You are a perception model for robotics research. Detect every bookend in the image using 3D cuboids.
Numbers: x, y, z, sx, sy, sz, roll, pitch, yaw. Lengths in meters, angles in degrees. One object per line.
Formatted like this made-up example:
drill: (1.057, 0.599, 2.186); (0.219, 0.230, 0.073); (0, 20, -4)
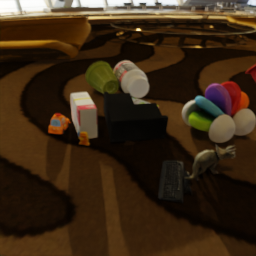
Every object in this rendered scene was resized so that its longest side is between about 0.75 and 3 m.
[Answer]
bookend: (0.203, -0.562, 11.415); (2.193, 1.017, 2.207); (-5, 38, -11)

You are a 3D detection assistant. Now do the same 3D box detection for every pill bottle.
pill bottle: (0.181, -2.528, 14.809); (1.419, 1.419, 2.564); (-9, 30, -15)

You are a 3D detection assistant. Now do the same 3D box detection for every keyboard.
keyboard: (1.502, 1.529, 8.733); (0.983, 0.374, 1.889); (5, 31, 9)

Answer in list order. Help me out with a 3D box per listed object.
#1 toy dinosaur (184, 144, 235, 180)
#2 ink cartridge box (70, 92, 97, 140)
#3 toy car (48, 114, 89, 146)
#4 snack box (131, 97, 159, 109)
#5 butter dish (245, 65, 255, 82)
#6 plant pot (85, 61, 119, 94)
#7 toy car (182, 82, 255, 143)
toy dinosaur: (2.444, 1.063, 8.925); (1.919, 0.982, 0.739); (-12, 32, -22)
ink cartridge box: (-1.817, -0.540, 11.409); (0.747, 1.300, 1.791); (-8, 30, -18)
toy car: (-2.244, -0.074, 11.192); (2.184, 0.727, 1.071); (14, 33, 25)
snack box: (0.368, -0.840, 12.759); (1.702, 0.451, 1.211); (22, 38, 32)
butter dish: (8.106, -3.034, 15.822); (2.051, 1.520, 2.056); (-4, -13, -14)
plant pot: (-1.261, -2.496, 14.929); (1.551, 1.551, 1.493); (-16, 46, -26)
toy car: (3.648, -0.810, 11.174); (2.692, 2.019, 2.356); (-15, 33, -24)
